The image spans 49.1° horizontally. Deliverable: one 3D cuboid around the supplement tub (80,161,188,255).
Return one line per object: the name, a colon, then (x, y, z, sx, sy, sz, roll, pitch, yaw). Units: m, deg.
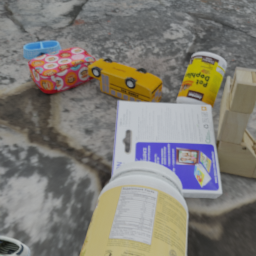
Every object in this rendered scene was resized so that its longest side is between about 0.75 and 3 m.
supplement tub: (0.168, 2.204, 5.543, 1.975, 1.975, 2.716, 7, 40, 8)

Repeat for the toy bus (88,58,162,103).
toy bus: (-0.160, -1.780, 10.872, 2.904, 1.137, 0.945, 22, 47, 24)

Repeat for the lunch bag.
lunch bag: (-2.850, -2.592, 11.891, 2.582, 1.058, 2.274, -25, 46, -27)

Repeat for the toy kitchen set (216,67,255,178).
toy kitchen set: (3.880, -0.288, 7.906, 2.460, 2.727, 2.225, 11, 35, 13)

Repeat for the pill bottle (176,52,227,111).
pill bottle: (2.422, -1.305, 9.522, 1.236, 1.236, 2.262, 18, 86, 20)

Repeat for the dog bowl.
dog bowl: (-4.261, -3.893, 13.896, 1.896, 0.470, 1.057, -11, 41, -13)

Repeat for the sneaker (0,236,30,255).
sneaker: (-2.973, 2.595, 6.157, 1.626, 0.576, 0.594, 3, 40, 4)

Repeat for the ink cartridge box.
ink cartridge box: (1.024, 0.529, 7.971, 2.866, 0.622, 2.839, 4, 58, 1)
